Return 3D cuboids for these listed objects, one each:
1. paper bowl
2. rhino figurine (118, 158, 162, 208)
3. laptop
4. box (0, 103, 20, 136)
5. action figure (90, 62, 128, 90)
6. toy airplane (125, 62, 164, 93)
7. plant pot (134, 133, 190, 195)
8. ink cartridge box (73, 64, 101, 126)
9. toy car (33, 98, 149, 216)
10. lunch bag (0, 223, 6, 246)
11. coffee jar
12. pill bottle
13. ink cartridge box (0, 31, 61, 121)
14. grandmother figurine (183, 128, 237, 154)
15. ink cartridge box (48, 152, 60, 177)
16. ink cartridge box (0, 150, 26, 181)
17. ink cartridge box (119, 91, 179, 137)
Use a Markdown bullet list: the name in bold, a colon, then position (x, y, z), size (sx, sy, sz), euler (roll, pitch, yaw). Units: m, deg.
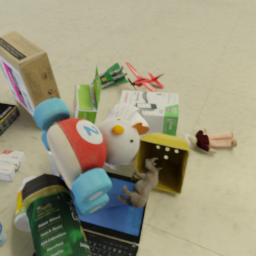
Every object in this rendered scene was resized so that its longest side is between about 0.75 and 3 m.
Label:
- **paper bowl**: position (-0.093, 0.298, 8.117), size (0.990, 1.903, 1.903), euler (23, 43, 13)
- **rhino figurine**: position (0.335, 1.153, 6.041), size (0.562, 0.384, 1.284), euler (30, 59, 11)
- **laptop**: position (-0.921, 2.292, 6.090), size (2.273, 1.324, 2.565), euler (10, 41, 14)
- **box**: position (-5.140, -0.141, 9.757), size (1.715, 0.530, 2.148), euler (9, 40, 13)
- **action figure**: position (-0.888, -2.118, 12.106), size (1.751, 0.479, 1.034), euler (-30, 84, -22)
- **toy airplane**: position (0.771, -1.979, 11.641), size (2.188, 0.403, 2.188), euler (18, 43, -18)
- **plant pot**: position (1.013, 0.839, 7.953), size (1.366, 1.366, 1.205), euler (12, 24, 13)
- **ink cartridge box**: position (-1.433, -1.074, 9.592), size (0.696, 1.836, 1.357), euler (1, 48, -16)
- **toy car**: position (-0.487, 0.314, 5.983), size (2.236, 1.977, 2.061), euler (-26, 68, -20)
- **lunch bag**: position (-3.684, 2.538, 6.401), size (1.151, 0.590, 1.431), euler (29, 46, 35)
- **coffee jar**: position (-1.485, 2.113, 5.855), size (0.965, 1.179, 2.262), euler (-26, 58, -6)
- **pill bottle**: position (-2.448, 1.874, 7.096), size (0.709, 0.709, 1.277), euler (-8, 40, -9)
- **ink cartridge box**: position (-3.414, -1.608, 9.729), size (1.037, 2.760, 2.274), euler (-35, 50, -27)
- **grandmother figurine**: position (2.571, 0.389, 9.118), size (1.709, 0.518, 1.037), euler (-3, 37, -6)
- **ink cartridge box**: position (-1.750, 0.604, 8.476), size (0.562, 0.954, 1.657), euler (8, 40, 10)
- **ink cartridge box**: position (-3.558, 1.108, 8.319), size (0.650, 0.367, 0.886), euler (7, 40, 9)
- **ink cartridge box**: position (0.698, -0.544, 9.940), size (2.094, 0.880, 1.528), euler (4, 38, 5)
